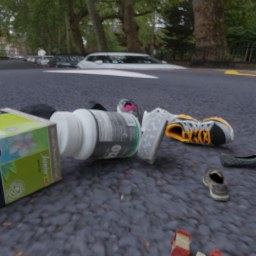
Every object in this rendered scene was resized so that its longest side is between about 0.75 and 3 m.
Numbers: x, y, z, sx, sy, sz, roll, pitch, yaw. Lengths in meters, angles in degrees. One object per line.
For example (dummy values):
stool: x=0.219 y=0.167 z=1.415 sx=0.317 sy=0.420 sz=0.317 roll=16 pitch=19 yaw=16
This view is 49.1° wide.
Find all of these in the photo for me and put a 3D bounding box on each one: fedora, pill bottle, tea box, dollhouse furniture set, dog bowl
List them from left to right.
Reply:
tea box: x=-3.882 y=0.746 z=7.982 sx=2.818 sy=1.883 sz=2.772 roll=14 pitch=24 yaw=39
fedora: x=-4.204 y=-0.441 z=13.151 sx=2.647 sy=1.209 sz=2.647 roll=0 pitch=17 yaw=0
pill bottle: x=-1.085 y=0.228 z=9.342 sx=2.861 sy=1.618 sz=1.618 roll=2 pitch=12 yaw=-40
dog bowl: x=0.859 y=0.304 z=9.446 sx=0.540 sy=1.842 sz=1.842 roll=20 pitch=21 yaw=11
dollhouse furniture set: x=1.294 y=2.412 z=5.277 sx=0.998 sy=0.406 sz=0.537 roll=22 pitch=21 yaw=10

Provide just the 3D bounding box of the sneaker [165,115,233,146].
sneaker: x=2.793 y=0.225 z=11.367 sx=1.145 sy=1.161 sz=2.965 roll=-25 pitch=23 yaw=-39

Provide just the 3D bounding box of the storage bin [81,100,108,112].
storage bin: x=-1.465 y=-0.105 z=10.788 sx=1.682 sy=1.137 sz=0.788 roll=-49 pitch=29 yaw=-4

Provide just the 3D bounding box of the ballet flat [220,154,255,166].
ballet flat: x=3.860 y=1.018 z=9.353 sx=1.506 sy=0.428 sz=0.501 roll=-6 pitch=4 yaw=5

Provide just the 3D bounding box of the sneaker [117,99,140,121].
sneaker: x=0.053 y=-1.068 z=15.136 sx=1.096 sy=1.015 sz=2.719 roll=-6 pitch=23 yaw=-9

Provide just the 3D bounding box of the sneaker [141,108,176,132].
sneaker: x=1.772 y=-0.422 z=13.457 sx=2.581 sy=1.034 sz=0.908 roll=-10 pitch=18 yaw=-35

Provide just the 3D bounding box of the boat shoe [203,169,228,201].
boat shoe: x=2.502 y=1.466 z=7.925 sx=0.571 sy=0.562 sz=1.532 roll=0 pitch=17 yaw=0
